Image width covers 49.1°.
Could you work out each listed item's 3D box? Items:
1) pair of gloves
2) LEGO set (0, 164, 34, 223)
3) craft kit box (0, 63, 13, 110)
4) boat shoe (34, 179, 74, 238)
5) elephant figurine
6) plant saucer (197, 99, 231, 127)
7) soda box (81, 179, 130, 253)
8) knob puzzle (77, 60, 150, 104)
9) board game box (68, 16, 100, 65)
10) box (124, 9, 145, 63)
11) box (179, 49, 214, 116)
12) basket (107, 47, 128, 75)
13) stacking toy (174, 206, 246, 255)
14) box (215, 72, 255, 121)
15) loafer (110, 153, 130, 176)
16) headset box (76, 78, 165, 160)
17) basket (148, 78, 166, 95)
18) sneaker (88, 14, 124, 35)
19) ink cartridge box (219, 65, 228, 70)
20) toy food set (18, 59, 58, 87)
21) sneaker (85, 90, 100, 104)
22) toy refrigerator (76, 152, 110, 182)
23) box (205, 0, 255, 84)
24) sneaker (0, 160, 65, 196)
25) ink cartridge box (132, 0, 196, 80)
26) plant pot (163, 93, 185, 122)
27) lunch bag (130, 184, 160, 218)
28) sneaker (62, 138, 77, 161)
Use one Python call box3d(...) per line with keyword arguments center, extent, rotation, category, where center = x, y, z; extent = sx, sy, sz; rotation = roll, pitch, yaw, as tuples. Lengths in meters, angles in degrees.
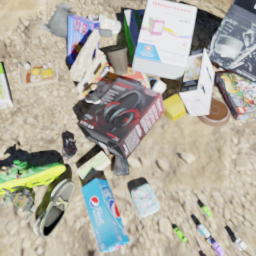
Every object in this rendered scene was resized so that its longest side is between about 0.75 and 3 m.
box3d(center=(-1.570, -2.568, 11.413), extent=(0.428, 2.440, 2.074), rotation=(26, 76, 7), category="pair of gloves")
box3d(center=(-3.709, 2.192, 9.583), extent=(1.306, 0.570, 2.010), rotation=(-5, 93, 11), category="LEGO set")
box3d(center=(-6.558, -1.608, 12.386), extent=(2.405, 0.591, 2.435), rotation=(-19, 59, -15), category="craft kit box")
box3d(center=(-2.308, 2.635, 9.196), extent=(0.598, 0.714, 1.999), rotation=(-2, 53, 54), category="boat shoe")
box3d(center=(-2.435, -4.853, 13.927), extent=(2.673, 1.891, 2.073), rotation=(33, 92, 3), category="elephant figurine")
box3d(center=(3.648, -0.710, 11.953), extent=(1.496, 0.258, 1.496), rotation=(-1, 57, 1), category="plant saucer")
box3d(center=(-0.777, 2.825, 9.165), extent=(0.749, 0.708, 2.207), rotation=(-36, 58, 18), category="soda box")
box3d(center=(-0.448, -2.043, 12.459), extent=(3.264, 0.453, 3.264), rotation=(-4, 53, 6), category="knob puzzle")
box3d(center=(-2.049, -3.843, 12.768), extent=(1.450, 2.157, 0.483), rotation=(24, 34, 23), category="board game box")
box3d(center=(1.238, -4.552, 13.808), extent=(2.503, 1.372, 2.837), rotation=(-8, 57, -6), category="box")
box3d(center=(2.969, -1.937, 11.889), extent=(0.772, 1.498, 2.568), rotation=(-6, 49, 32), category="box")
box3d(center=(-0.388, -2.954, 12.429), extent=(0.955, 1.059, 0.720), rotation=(-24, 27, -23), category="basket")
box3d(center=(2.621, 3.586, 8.994), extent=(1.412, 0.440, 1.873), rotation=(-33, 62, -20), category="stacking toy")
box3d(center=(5.056, -1.500, 12.351), extent=(1.609, 0.444, 2.356), rotation=(-10, 57, -7), category="box")
box3d(center=(-0.372, 0.979, 10.618), extent=(0.643, 0.647, 1.778), rotation=(-9, 56, -1), category="loafer")
box3d(center=(-0.151, -0.529, 10.603), extent=(2.148, 1.084, 2.890), rotation=(25, 64, 32), category="headset box")
box3d(center=(1.187, -1.785, 12.436), extent=(0.860, 0.598, 0.759), rotation=(32, 68, 12), category="basket")
box3d(center=(-1.184, -5.516, 14.734), extent=(1.985, 0.913, 0.752), rotation=(0, 57, -1), category="sneaker")
box3d(center=(5.514, -3.573, 13.641), extent=(2.357, 0.513, 2.046), rotation=(2, 71, 4), category="ink cartridge box")
box3d(center=(-4.180, -2.651, 13.060), extent=(1.760, 0.532, 1.263), rotation=(-11, 57, -7), category="toy food set")
box3d(center=(-1.398, -1.214, 10.567), extent=(0.336, 0.472, 0.951), rotation=(-32, 27, -23), category="sneaker")
box3d(center=(-1.276, 1.430, 10.327), extent=(1.183, 0.414, 0.449), rotation=(-36, 65, -12), category="toy refrigerator")
box3d(center=(5.102, -3.807, 11.768), extent=(2.723, 2.677, 1.688), rotation=(30, 58, 7), category="box")
box3d(center=(-3.627, 1.585, 9.982), extent=(2.672, 0.989, 1.116), rotation=(-12, 61, -8), category="sneaker")
box3d(center=(1.527, -3.791, 11.898), extent=(2.139, 1.253, 2.960), rotation=(12, 73, 1), category="ink cartridge box")
box3d(center=(1.906, -0.768, 11.585), extent=(0.854, 0.854, 0.753), rotation=(-28, 68, -2), category="plant pot")
box3d(center=(0.594, 2.492, 9.735), extent=(0.830, 0.399, 1.035), rotation=(-20, 59, -13), category="lunch bag")
box3d(center=(-2.206, 0.990, 10.397), extent=(0.504, 0.770, 1.333), rotation=(19, 21, -12), category="sneaker")
